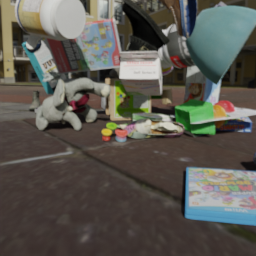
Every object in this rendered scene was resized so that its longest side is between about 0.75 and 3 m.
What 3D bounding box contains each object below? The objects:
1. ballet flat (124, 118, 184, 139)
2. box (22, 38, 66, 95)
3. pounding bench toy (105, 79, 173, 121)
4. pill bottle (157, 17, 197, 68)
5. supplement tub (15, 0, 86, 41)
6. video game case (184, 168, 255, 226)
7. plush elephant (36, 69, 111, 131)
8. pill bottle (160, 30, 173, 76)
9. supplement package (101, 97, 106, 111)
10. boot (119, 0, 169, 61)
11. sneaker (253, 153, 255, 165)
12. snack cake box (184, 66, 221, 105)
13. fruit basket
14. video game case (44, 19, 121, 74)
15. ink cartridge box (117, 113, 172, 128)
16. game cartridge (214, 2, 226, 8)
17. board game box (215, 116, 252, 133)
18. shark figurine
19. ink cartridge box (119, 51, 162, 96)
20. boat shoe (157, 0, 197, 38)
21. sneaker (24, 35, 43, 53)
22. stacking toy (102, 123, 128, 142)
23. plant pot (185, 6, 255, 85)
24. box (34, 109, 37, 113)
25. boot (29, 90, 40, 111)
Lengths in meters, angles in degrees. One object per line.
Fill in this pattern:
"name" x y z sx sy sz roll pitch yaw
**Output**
"ballet flat" 0.823 -0.016 8.590 1.881 0.650 0.669 2 -19 -6
"box" -3.597 -2.753 12.370 0.590 2.401 0.988 6 38 40
"pounding bench toy" 0.445 -1.439 13.349 2.907 1.806 2.268 -2 10 -10
"pill bottle" 2.340 -3.064 10.114 1.668 1.668 2.929 -9 7 -40
"supplement tub" -2.293 -3.321 8.298 1.838 1.327 1.327 21 20 33
"video game case" 1.584 1.019 4.497 1.303 0.162 1.820 3 11 12
"plush elephant" -2.192 -0.812 10.112 2.632 2.038 2.168 29 -43 -17
"pill bottle" 1.506 -3.399 12.738 1.020 1.020 1.957 2 -34 11
"supplement package" -0.808 -1.816 16.485 1.449 1.396 2.548 -2 10 -12
"boot" 0.181 -2.757 8.703 2.115 1.581 0.796 38 15 -36
"sneaker" 3.459 0.541 5.473 2.096 0.807 0.893 -1 6 -8
"snack cake box" 3.386 -1.766 12.864 0.862 2.566 1.475 2 9 -27
"fruit basket" 2.871 -0.379 9.343 2.358 1.106 2.184 -4 11 -13
"video game case" -1.596 -2.914 10.266 2.597 1.857 0.227 -5 45 8
"ink cartridge box" 0.596 -0.258 10.796 1.860 0.446 1.354 -6 12 -38
"game cartridge" 3.555 -4.184 11.148 1.052 0.312 1.623 30 -18 -9
"board game box" 3.820 -0.243 10.750 1.492 0.380 2.204 3 11 18
"shark figurine" 0.364 -3.291 11.409 1.840 3.080 1.285 23 20 12
"ink cartridge box" 0.319 -1.251 6.713 0.923 0.530 1.575 2 -11 10
"boat shoe" 0.991 -2.931 5.957 0.737 2.037 0.736 6 34 31
"sneaker" -3.114 -3.071 9.597 0.446 1.106 0.810 30 -4 -12
"stacking toy" -0.393 0.177 8.448 0.758 0.320 0.686 9 32 2
"plant pot" 2.387 -2.400 7.569 1.387 2.059 2.059 34 19 11
"box" -3.955 -0.916 14.748 1.086 0.274 1.520 9 13 41
"boot" -5.333 -1.577 15.971 0.582 1.124 1.720 -2 11 -11
